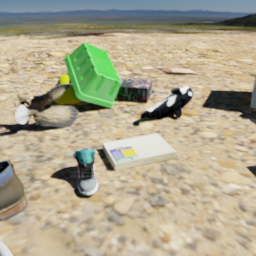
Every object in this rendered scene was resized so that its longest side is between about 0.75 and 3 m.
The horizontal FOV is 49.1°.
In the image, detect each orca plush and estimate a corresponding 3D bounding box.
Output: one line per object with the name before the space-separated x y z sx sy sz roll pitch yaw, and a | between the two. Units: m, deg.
orca plush | 1.732 -0.787 10.940 2.526 1.329 0.898 -22 61 -36

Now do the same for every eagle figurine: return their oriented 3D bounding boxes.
eagle figurine | -2.939 -0.808 10.011 2.029 1.531 1.540 1 -10 6

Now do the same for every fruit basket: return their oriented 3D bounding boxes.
fruit basket | -1.967 -1.933 12.315 2.156 2.989 2.989 13 13 -40

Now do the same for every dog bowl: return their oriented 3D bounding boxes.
dog bowl | -2.819 2.611 4.045 2.615 0.767 2.615 0 27 0

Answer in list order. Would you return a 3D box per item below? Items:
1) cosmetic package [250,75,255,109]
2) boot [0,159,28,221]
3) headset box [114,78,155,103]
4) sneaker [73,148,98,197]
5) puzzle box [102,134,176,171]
cosmetic package | 6.775 -2.169 12.213 2.274 2.288 2.734 11 28 21
boot | -3.345 1.561 5.695 0.929 1.205 2.486 22 33 38
headset box | 0.285 -1.796 13.234 1.931 0.724 1.435 5 26 10
sneaker | -1.077 0.991 7.195 0.608 0.878 1.455 -10 30 -7
puzzle box | 0.304 0.696 8.606 1.950 0.248 1.297 -9 27 -18
